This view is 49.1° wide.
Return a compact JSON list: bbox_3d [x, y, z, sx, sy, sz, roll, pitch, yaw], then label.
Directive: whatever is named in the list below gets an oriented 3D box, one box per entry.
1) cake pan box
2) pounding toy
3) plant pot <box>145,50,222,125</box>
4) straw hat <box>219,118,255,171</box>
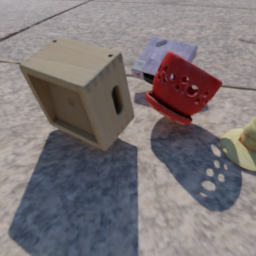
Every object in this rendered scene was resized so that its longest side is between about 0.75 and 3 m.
[{"bbox_3d":[1.413,-2.574,10.973,1.949,0.554,2.117,18,63,25],"label":"cake pan box"},{"bbox_3d":[-1.267,-1.030,8.373,2.760,2.998,2.131,22,56,29],"label":"pounding toy"},{"bbox_3d":[1.655,-1.177,8.759,1.953,1.778,1.953,27,16,-8],"label":"plant pot"},{"bbox_3d":[3.658,0.227,7.864,2.086,0.883,2.086,-2,33,1],"label":"straw hat"}]
